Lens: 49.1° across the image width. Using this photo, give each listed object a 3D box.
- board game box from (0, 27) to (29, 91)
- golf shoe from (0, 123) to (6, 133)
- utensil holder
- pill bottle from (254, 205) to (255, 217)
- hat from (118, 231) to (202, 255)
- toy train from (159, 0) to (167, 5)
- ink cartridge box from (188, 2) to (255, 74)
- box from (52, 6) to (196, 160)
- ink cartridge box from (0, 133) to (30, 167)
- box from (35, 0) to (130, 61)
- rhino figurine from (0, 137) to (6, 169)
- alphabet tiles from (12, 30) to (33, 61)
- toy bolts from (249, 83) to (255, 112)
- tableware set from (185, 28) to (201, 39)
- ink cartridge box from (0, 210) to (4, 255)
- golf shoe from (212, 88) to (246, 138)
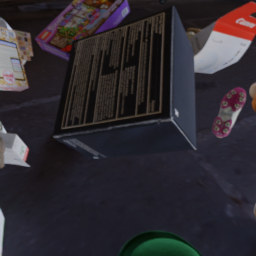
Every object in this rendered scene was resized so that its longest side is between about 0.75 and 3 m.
[{"bbox_3d":[-3.009,-1.624,6.509,0.344,1.487,1.127,-16,-3,27],"label":"board game box"},{"bbox_3d":[-4.446,0.033,9.609,0.353,0.403,0.914,-21,42,-29],"label":"golf shoe"},{"bbox_3d":[-4.364,-2.858,9.612,1.276,1.501,1.276,-1,74,4],"label":"utensil holder"},{"bbox_3d":[3.537,2.300,5.750,1.125,1.125,1.934,-4,35,-5],"label":"pill bottle"},{"bbox_3d":[0.909,2.253,4.820,1.976,2.100,2.386,-19,44,-30],"label":"hat"},{"bbox_3d":[1.656,-5.208,10.808,0.271,1.181,0.201,15,55,-43],"label":"toy train"},{"bbox_3d":[2.556,-2.150,7.265,1.970,0.582,2.460,-5,-10,-40],"label":"ink cartridge box"},{"bbox_3d":[0.044,-0.820,6.278,2.633,1.636,2.655,-8,62,28],"label":"box"},{"bbox_3d":[-2.391,0.439,5.558,0.676,1.240,0.312,8,67,0],"label":"ink cartridge box"},{"bbox_3d":[-1.460,-3.336,9.073,1.820,0.520,2.660,28,71,28],"label":"box"},{"bbox_3d":[-2.207,0.426,4.466,0.533,1.218,0.364,34,53,0],"label":"rhino figurine"},{"bbox_3d":[-3.496,-2.731,9.360,0.035,0.930,0.777,-2,9,23],"label":"alphabet tiles"},{"bbox_3d":[4.298,-1.080,7.210,1.901,1.816,1.319,-11,56,-20],"label":"toy bolts"},{"bbox_3d":[2.525,-3.976,11.782,1.719,0.521,2.601,10,12,-30],"label":"tableware set"},{"bbox_3d":[-3.817,2.437,5.733,2.135,0.900,1.560,-9,36,-13],"label":"ink cartridge box"},{"bbox_3d":[2.481,-0.358,6.958,0.505,0.614,1.342,28,86,21],"label":"golf shoe"}]
